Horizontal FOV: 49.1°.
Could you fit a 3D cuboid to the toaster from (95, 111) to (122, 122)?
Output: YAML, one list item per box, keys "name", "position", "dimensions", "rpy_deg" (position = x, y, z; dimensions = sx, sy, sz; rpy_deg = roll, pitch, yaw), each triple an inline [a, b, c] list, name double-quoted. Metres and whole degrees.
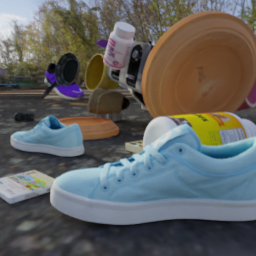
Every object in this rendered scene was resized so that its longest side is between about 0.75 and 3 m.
- name: "toaster"
  position: [-0.826, -0.608, 11.556]
  dimensions: [0.898, 0.589, 0.993]
  rpy_deg: [6, 12, 33]

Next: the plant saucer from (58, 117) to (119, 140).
- name: "plant saucer"
  position: [-1.401, -0.035, 8.752]
  dimensions: [2.227, 0.417, 2.227]
  rpy_deg: [-1, 10, 0]

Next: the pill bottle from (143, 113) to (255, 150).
- name: "pill bottle"
  position: [1.333, 0.287, 4.878]
  dimensions: [1.972, 1.077, 1.077]
  rpy_deg: [-5, 11, -27]

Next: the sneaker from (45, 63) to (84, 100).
- name: "sneaker"
  position: [-2.512, -1.890, 10.894]
  dimensions: [2.134, 1.061, 0.742]
  rpy_deg: [33, 34, 28]

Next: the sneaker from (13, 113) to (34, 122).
- name: "sneaker"
  position: [-4.168, -0.457, 11.340]
  dimensions: [0.544, 0.363, 0.949]
  rpy_deg: [-3, 2, 22]

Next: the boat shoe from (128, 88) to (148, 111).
- name: "boat shoe"
  position: [0.401, -1.621, 11.259]
  dimensions: [0.775, 2.106, 0.688]
  rpy_deg: [-41, -10, 10]

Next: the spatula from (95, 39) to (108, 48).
- name: "spatula"
  position: [-0.534, -2.923, 9.823]
  dimensions: [0.399, 0.145, 1.411]
  rpy_deg: [-24, -7, 40]

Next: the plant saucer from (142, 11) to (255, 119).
- name: "plant saucer"
  position: [1.777, -1.121, 6.527]
  dimensions: [2.952, 2.952, 0.476]
  rpy_deg: [-3, 31, -18]

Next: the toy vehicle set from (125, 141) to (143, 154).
- name: "toy vehicle set"
  position: [0.599, 0.486, 6.445]
  dimensions: [0.748, 0.159, 1.203]
  rpy_deg: [-8, 13, -39]

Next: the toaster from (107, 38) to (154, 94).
- name: "toaster"
  position: [0.861, -1.920, 9.368]
  dimensions: [2.628, 1.559, 2.376]
  rpy_deg: [8, 17, -34]

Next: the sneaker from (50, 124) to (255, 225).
- name: "sneaker"
  position: [0.408, 0.489, 3.556]
  dimensions: [2.754, 1.128, 1.018]
  rpy_deg: [-1, 9, -4]

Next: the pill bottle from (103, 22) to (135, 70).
- name: "pill bottle"
  position: [-0.252, -2.365, 8.112]
  dimensions: [0.684, 1.207, 0.684]
  rpy_deg: [13, 40, -11]

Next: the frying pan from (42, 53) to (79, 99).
- name: "frying pan"
  position: [-1.954, -1.436, 8.460]
  dimensions: [1.029, 1.702, 0.277]
  rpy_deg: [36, 17, 33]

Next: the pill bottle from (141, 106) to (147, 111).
- name: "pill bottle"
  position: [2.157, -1.667, 14.863]
  dimensions: [2.844, 1.554, 1.554]
  rpy_deg: [2, 10, 8]

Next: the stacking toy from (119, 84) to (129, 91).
- name: "stacking toy"
  position: [-0.273, -2.429, 12.142]
  dimensions: [1.122, 1.187, 2.045]
  rpy_deg: [30, 8, 33]

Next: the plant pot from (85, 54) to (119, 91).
- name: "plant pot"
  position: [-0.868, -1.983, 10.635]
  dimensions: [0.992, 1.397, 1.397]
  rpy_deg: [10, 2, -37]

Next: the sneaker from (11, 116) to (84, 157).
- name: "sneaker"
  position: [-1.908, 0.116, 6.566]
  dimensions: [2.064, 0.846, 0.763]
  rpy_deg: [4, 10, 23]

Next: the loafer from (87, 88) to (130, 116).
- name: "loafer"
  position: [-0.618, -0.935, 9.901]
  dimensions: [0.799, 0.901, 2.370]
  rpy_deg: [14, 18, 20]

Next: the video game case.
- name: "video game case"
  position: [-1.607, 0.882, 4.319]
  dimensions: [0.900, 0.103, 0.819]
  rpy_deg: [8, 13, 44]

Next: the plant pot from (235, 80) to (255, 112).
- name: "plant pot"
  position: [3.375, -1.582, 10.359]
  dimensions: [2.454, 2.742, 2.742]
  rpy_deg: [2, 8, 43]
